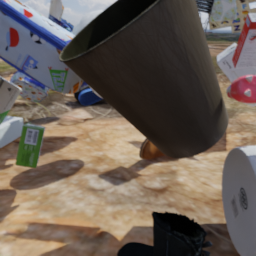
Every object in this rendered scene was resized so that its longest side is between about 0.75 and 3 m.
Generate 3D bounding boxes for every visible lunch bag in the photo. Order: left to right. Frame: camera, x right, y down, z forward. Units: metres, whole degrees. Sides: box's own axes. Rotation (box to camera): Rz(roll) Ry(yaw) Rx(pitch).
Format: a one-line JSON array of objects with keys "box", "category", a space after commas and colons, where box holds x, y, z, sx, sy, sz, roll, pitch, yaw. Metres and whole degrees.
[{"box": [-2.986, -1.240, 8.520, 1.151, 0.435, 0.922, 25, -32, -32], "category": "lunch bag"}, {"box": [-1.600, -1.677, 6.008, 2.297, 1.083, 2.867, 31, 14, -6], "category": "lunch bag"}]

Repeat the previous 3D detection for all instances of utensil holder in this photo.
[{"box": [3.197, 1.270, 4.957, 2.495, 2.120, 2.120, -1, 22, 1], "category": "utensil holder"}]

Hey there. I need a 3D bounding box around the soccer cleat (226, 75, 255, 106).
[{"box": [2.401, -0.508, 4.496, 1.603, 0.535, 0.613, 9, -2, -6], "category": "soccer cleat"}]

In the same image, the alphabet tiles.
[{"box": [3.853, -3.906, 9.646, 2.104, 0.079, 1.758, -5, 57, 17], "category": "alphabet tiles"}]

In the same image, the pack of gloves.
[{"box": [-2.434, -2.665, 9.090, 0.544, 2.316, 2.757, -14, -17, -26], "category": "pack of gloves"}]

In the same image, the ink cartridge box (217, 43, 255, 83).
[{"box": [4.059, -2.163, 10.253, 0.906, 1.562, 2.157, -37, 6, 25], "category": "ink cartridge box"}]

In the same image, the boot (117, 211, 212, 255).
[{"box": [0.489, 1.907, 4.462, 1.569, 1.285, 0.580, 16, 27, 35], "category": "boot"}]

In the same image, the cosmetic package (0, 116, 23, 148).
[{"box": [-5.289, 0.143, 9.489, 2.704, 0.699, 2.039, 7, 25, 17], "category": "cosmetic package"}]

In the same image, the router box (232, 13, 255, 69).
[{"box": [2.927, -1.751, 5.713, 1.266, 1.136, 0.309, -2, 52, 1], "category": "router box"}]

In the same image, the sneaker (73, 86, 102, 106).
[{"box": [-1.287, -1.914, 14.022, 2.972, 1.042, 1.158, -14, 34, -28], "category": "sneaker"}]

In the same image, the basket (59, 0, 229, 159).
[{"box": [0.567, -0.845, 4.718, 2.314, 2.567, 1.746, -45, 31, -11], "category": "basket"}]

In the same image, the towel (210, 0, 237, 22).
[{"box": [2.746, -3.488, 8.197, 0.806, 0.690, 0.194, 9, 48, 36], "category": "towel"}]

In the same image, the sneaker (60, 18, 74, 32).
[{"box": [-2.390, -3.114, 11.128, 0.990, 2.627, 1.030, -8, 32, 39], "category": "sneaker"}]

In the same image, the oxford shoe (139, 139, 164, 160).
[{"box": [1.353, 0.453, 8.598, 2.486, 0.887, 0.886, -19, 35, -40], "category": "oxford shoe"}]

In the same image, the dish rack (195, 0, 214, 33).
[{"box": [1.096, -2.203, 6.168, 1.381, 1.800, 0.491, 16, -10, 7], "category": "dish rack"}]

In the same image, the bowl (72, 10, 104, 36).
[{"box": [-0.762, -3.208, 9.596, 2.243, 2.243, 1.008, -9, -15, -21], "category": "bowl"}]

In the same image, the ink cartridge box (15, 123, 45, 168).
[{"box": [-1.566, 0.248, 4.585, 0.319, 0.623, 0.843, 12, 2, -13], "category": "ink cartridge box"}]

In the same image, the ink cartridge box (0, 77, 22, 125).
[{"box": [-3.425, -0.708, 6.465, 0.731, 1.270, 1.740, 30, -2, 6], "category": "ink cartridge box"}]

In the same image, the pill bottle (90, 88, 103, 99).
[{"box": [-0.239, -1.795, 8.154, 1.944, 1.096, 1.096, -41, 39, -21], "category": "pill bottle"}]
